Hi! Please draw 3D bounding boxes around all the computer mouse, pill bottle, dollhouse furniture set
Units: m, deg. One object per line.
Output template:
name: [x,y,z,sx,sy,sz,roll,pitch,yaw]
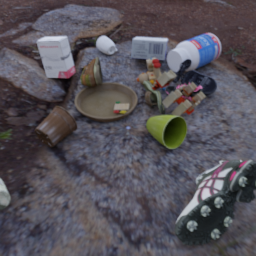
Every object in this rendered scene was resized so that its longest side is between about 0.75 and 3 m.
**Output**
computer mouse: [2.804,-1.939,11.607,1.868,0.492,1.294,36,79,22]
pill bottle: [2.987,-3.382,12.831,2.423,1.360,1.360,-28,48,-29]
dollhouse furniture set: [1.751,-1.191,10.274,1.725,0.898,1.744,50,39,9]

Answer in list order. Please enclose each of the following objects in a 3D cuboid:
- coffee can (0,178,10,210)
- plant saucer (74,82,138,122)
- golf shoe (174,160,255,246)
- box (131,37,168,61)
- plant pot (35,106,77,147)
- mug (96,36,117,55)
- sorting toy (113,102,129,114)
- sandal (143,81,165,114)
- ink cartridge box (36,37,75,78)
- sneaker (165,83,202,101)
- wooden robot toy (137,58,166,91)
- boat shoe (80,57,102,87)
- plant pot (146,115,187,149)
coffee can: [-3.475,1.702,7.316,0.580,0.580,0.793,-25,33,-26]
plant saucer: [-0.840,-1.000,10.833,2.417,0.356,2.417,1,41,0]
golf shoe: [2.157,1.837,7.201,2.873,1.109,1.266,-32,20,-22]
box: [1.042,-3.776,13.276,1.571,0.896,1.709,6,22,7]
plant pot: [-2.409,0.011,9.209,1.052,1.052,1.042,24,53,25]
mug: [-0.983,-4.109,14.251,1.011,0.746,0.886,3,32,-48]
sorting toy: [-0.240,-0.696,10.393,0.534,0.187,1.107,-1,27,4]
sandal: [0.906,-1.101,10.720,0.599,0.833,2.098,-23,35,-3]
ink cartridge box: [-3.084,-3.040,12.078,1.194,1.639,0.695,5,37,20]
sneaker: [2.255,-1.535,11.171,1.540,0.734,0.608,14,45,18]
wooden robot toy: [0.858,-2.329,11.975,1.087,1.055,2.395,-14,39,2]
boat shoe: [-1.568,-2.394,11.824,0.845,0.894,2.485,-12,23,1]
plant pot: [1.148,0.014,9.230,1.069,1.069,1.143,-27,29,-28]
